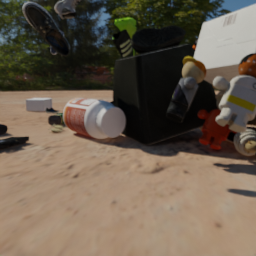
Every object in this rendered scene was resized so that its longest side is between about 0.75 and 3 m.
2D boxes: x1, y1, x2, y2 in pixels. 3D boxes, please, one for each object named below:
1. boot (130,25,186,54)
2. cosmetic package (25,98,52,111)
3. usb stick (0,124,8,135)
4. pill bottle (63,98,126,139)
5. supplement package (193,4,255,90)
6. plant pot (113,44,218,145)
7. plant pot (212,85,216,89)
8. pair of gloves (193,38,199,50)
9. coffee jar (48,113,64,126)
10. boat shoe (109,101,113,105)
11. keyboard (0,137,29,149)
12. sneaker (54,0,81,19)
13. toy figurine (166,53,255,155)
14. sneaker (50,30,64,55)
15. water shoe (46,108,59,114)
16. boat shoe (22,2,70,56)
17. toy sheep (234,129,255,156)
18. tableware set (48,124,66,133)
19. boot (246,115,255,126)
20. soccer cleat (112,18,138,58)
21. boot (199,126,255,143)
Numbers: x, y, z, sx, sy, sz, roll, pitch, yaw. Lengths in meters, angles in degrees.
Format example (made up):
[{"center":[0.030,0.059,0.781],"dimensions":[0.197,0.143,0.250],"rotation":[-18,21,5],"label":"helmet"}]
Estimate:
[{"center":[1.151,-3.043,11.989],"dimensions":[2.918,2.181,1.098],"rotation":[-21,57,-33],"label":"boot"},{"center":[-5.678,-1.490,17.912],"dimensions":[1.214,0.749,1.218],"rotation":[2,10,10],"label":"cosmetic package"},{"center":[-5.427,-0.078,10.809],"dimensions":[0.686,0.403,2.475],"rotation":[-10,14,-44],"label":"usb stick"},{"center":[-1.178,-0.329,9.686],"dimensions":[1.304,1.304,2.325],"rotation":[-8,14,-39],"label":"pill bottle"},{"center":[3.312,-1.917,7.592],"dimensions":[2.170,1.596,2.075],"rotation":[20,-6,-30],"label":"supplement package"},{"center":[1.026,-1.336,9.820],"dimensions":[2.997,2.659,2.990],"rotation":[-19,15,-18],"label":"plant pot"},{"center":[3.853,-2.127,12.358],"dimensions":[0.793,0.793,0.109],"rotation":[-2,-15,-13],"label":"plant pot"},{"center":[3.517,-2.992,11.508],"dimensions":[1.898,0.235,1.691],"rotation":[39,3,-2],"label":"pair of gloves"},{"center":[-3.056,-0.380,12.330],"dimensions":[0.582,0.476,1.115],"rotation":[4,10,11],"label":"coffee jar"},{"center":[-0.503,-0.932,14.289],"dimensions":[1.100,0.918,2.948],"rotation":[1,8,15],"label":"boat shoe"},{"center":[-3.681,0.496,8.119],"dimensions":[1.050,0.224,1.748],"rotation":[-2,9,26],"label":"keyboard"},{"center":[-1.306,-3.014,6.869],"dimensions":[0.984,0.568,0.369],"rotation":[-36,-25,12],"label":"sneaker"},{"center":[2.553,-0.587,6.858],"dimensions":[2.619,1.851,2.660],"rotation":[32,-11,-32],"label":"toy figurine"},{"center":[-3.076,-3.684,11.989],"dimensions":[0.371,1.059,0.574],"rotation":[23,2,-9],"label":"sneaker"},{"center":[-4.487,-1.030,16.511],"dimensions":[0.831,0.328,0.297],"rotation":[2,10,10],"label":"water shoe"},{"center":[-2.906,-3.587,10.294],"dimensions":[0.776,2.261,0.640],"rotation":[-40,35,3],"label":"boat shoe"},{"center":[3.164,0.371,7.391],"dimensions":[0.749,0.749,1.086],"rotation":[1,13,4],"label":"toy sheep"},{"center":[-2.730,0.070,10.738],"dimensions":[0.505,0.153,0.764],"rotation":[12,16,0],"label":"tableware set"},{"center":[4.713,-0.344,8.973],"dimensions":[2.279,1.126,2.936],"rotation":[17,-3,-37],"label":"boot"},{"center":[-0.174,-3.942,13.362],"dimensions":[1.165,2.875,0.971],"rotation":[2,54,0],"label":"soccer cleat"},{"center":[3.150,0.129,8.859],"dimensions":[1.931,0.678,1.412],"rotation":[5,11,20],"label":"boot"}]
